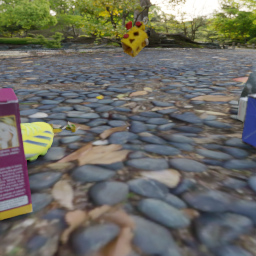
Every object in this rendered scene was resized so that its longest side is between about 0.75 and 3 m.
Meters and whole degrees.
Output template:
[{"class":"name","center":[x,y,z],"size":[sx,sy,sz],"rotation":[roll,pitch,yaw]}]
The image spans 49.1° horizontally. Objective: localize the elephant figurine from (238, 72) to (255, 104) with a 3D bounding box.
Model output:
[{"class":"elephant figurine","center":[5.378,-1.148,10.376],"size":[2.159,1.528,1.675],"rotation":[24,56,17]}]

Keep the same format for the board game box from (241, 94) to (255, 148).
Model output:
[{"class":"board game box","center":[4.837,-0.098,7.199],"size":[2.778,1.345,2.215],"rotation":[-8,21,-21]}]

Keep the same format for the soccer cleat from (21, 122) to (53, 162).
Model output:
[{"class":"soccer cleat","center":[-2.560,0.249,6.511],"size":[0.897,1.161,2.775],"rotation":[5,20,13]}]

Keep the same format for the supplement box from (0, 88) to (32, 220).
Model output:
[{"class":"supplement box","center":[-2.427,0.464,4.631],"size":[1.325,2.025,1.045],"rotation":[-8,21,-24]}]

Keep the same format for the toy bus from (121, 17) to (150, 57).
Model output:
[{"class":"toy bus","center":[0.375,-3.031,9.510],"size":[0.671,1.298,1.225],"rotation":[37,33,21]}]

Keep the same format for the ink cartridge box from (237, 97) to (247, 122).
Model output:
[{"class":"ink cartridge box","center":[4.113,-0.563,9.420],"size":[0.440,0.753,1.298],"rotation":[-4,19,-10]}]

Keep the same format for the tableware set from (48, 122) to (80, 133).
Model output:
[{"class":"tableware set","center":[-2.081,-0.011,8.763],"size":[1.019,0.156,0.686],"rotation":[6,21,15]}]
